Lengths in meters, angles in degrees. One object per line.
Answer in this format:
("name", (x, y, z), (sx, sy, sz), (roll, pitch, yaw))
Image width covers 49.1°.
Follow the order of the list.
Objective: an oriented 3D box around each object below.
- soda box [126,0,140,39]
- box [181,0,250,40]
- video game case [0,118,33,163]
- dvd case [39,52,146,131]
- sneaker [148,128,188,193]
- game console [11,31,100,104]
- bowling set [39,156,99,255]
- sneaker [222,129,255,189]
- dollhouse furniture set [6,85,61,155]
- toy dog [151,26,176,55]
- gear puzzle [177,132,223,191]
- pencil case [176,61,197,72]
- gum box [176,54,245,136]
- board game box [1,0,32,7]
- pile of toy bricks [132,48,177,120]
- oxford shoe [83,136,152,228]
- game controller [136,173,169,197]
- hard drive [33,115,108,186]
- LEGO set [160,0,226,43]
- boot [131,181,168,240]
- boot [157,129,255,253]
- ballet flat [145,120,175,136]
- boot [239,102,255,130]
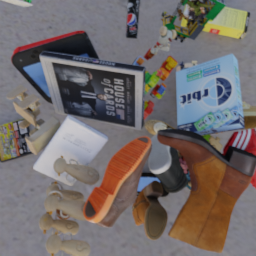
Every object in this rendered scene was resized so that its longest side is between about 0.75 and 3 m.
("soda box", (0.154, -3.734, 9.595), (0.394, 0.441, 1.245), (2, 115, -4))
("box", (3.778, -4.719, 12.187), (2.767, 0.693, 1.041), (13, 78, 2))
("video game case", (-4.570, 0.488, 11.213), (1.347, 0.190, 1.490), (-17, 78, -4))
("dvd case", (-0.945, -1.008, 8.022), (2.870, 2.157, 0.355), (12, 48, 12))
("sneaker", (1.252, 1.014, 8.676), (0.894, 2.529, 1.254), (-23, 111, 20))
("game console", (-1.966, -1.718, 8.734), (2.370, 2.680, 0.416), (-10, 61, 10))
("bowling set", (-1.847, 2.228, 7.514), (1.351, 1.752, 2.517), (25, 51, -30))
("sneaker", (3.195, 1.016, 7.441), (1.329, 0.901, 2.301), (-1, 113, 27))
("dollhouse furniture set", (-2.858, -0.135, 8.099), (1.565, 1.438, 1.018), (35, 58, 18))
("toy dog", (1.138, -2.700, 8.983), (0.725, 1.099, 0.529), (-6, 62, -10))
("gear puzzle", (2.518, 0.722, 9.251), (1.427, 0.361, 2.756), (39, 81, -17))
("pencil case", (2.447, -1.535, 11.270), (0.866, 0.995, 2.225), (0, 77, -9))
("gum box", (2.149, -0.816, 7.616), (1.688, 0.443, 1.987), (-12, 67, 36))
("board game box", (-3.560, -3.826, 8.185), (1.254, 1.253, 0.162), (6, 105, -33))
("pile of toy bricks", (0.782, -1.649, 9.683), (1.519, 1.352, 2.738), (37, 79, -16))
("oxford shoe", (-0.100, 1.390, 7.335), (0.938, 0.918, 2.574), (42, 80, -35))
("game controller", (0.738, 2.167, 10.726), (1.719, 0.362, 0.897), (2, 76, 1))
("hard drive", (-1.620, 0.692, 7.840), (1.257, 0.242, 1.906), (30, 111, -21))
("LEGO set", (2.164, -4.189, 9.518), (1.738, 2.260, 1.310), (10, 59, -12))
("boot", (0.498, 2.444, 7.724), (0.629, 1.321, 1.707), (24, 42, -12))
("boot", (1.581, 1.528, 7.102), (2.535, 0.922, 2.693), (19, 102, 4))
("ballet flat", (1.588, 0.152, 11.060), (1.951, 0.637, 0.688), (23, 78, 5))
("boot", (3.183, -1.016, 8.881), (2.683, 0.977, 2.085), (-2, 64, 2))
